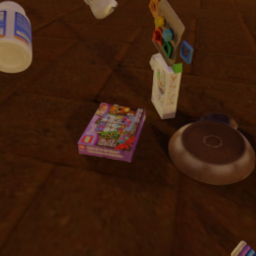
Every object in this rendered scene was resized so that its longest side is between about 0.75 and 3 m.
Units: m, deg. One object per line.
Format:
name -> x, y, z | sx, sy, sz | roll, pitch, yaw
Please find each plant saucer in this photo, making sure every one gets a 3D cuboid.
plant saucer -> 3.159, -0.088, 9.820 | 1.262, 0.231, 1.262 | -1, 36, 0
plant saucer -> 2.562, 0.548, 8.574 | 2.622, 0.480, 2.622 | -1, 42, 1

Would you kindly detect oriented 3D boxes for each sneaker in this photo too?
sneaker -> -1.130, -4.277, 9.053 | 0.815, 0.952, 2.186 | -43, 53, 4

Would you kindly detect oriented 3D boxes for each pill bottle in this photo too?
pill bottle -> -3.966, -3.135, 9.424 | 1.356, 1.356, 2.420 | -8, 54, -10

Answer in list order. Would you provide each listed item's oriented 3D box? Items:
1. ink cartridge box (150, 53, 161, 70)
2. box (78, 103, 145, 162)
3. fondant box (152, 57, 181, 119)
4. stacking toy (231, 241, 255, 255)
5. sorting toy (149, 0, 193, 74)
ink cartridge box -> 1.320, -2.615, 10.762 | 0.866, 0.632, 0.364 | -20, 80, -10
box -> -0.457, 0.059, 9.394 | 1.667, 0.476, 2.436 | 8, 37, 10
fondant box -> 1.352, -1.466, 10.283 | 0.547, 1.879, 1.356 | -8, 38, -10
stacking toy -> 2.659, 2.848, 5.761 | 0.427, 0.427, 1.000 | -28, 52, -32
sorting toy -> 1.092, -2.847, 8.574 | 0.374, 1.545, 2.744 | -16, 63, -15
